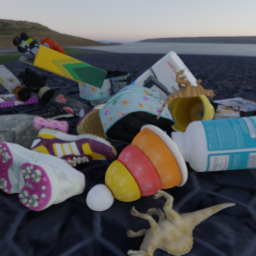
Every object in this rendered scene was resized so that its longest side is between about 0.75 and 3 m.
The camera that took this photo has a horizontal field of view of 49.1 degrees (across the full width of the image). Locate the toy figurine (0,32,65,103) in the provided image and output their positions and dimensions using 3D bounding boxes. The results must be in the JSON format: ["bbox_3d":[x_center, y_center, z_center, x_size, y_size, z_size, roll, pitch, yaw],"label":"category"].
[{"bbox_3d":[-4.168,-2.588,12.869,2.085,2.997,2.951,44,16,5],"label":"toy figurine"}]

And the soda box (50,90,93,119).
[{"bbox_3d":[-2.130,-0.807,10.663,1.549,0.548,0.491,26,-12,-2],"label":"soda box"}]

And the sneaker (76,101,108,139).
[{"bbox_3d":[-0.944,-0.272,9.871,1.309,1.089,2.906,-11,13,39],"label":"sneaker"}]

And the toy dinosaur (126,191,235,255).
[{"bbox_3d":[0.764,1.690,4.938,2.158,0.628,1.091,-20,42,-28],"label":"toy dinosaur"}]

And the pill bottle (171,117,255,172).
[{"bbox_3d":[2.296,0.423,7.055,2.325,1.288,1.288,-4,19,4],"label":"pill bottle"}]

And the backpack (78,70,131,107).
[{"bbox_3d":[-1.219,-1.865,13.231,2.241,1.718,1.970,-6,19,-28],"label":"backpack"}]

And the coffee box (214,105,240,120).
[{"bbox_3d":[3.775,-0.388,10.670,0.856,0.597,1.497,8,20,21],"label":"coffee box"}]

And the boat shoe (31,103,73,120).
[{"bbox_3d":[-3.045,-0.763,11.608,2.108,0.699,0.788,-10,21,-26],"label":"boat shoe"}]

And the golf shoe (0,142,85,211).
[{"bbox_3d":[-2.109,1.004,6.320,2.796,1.053,1.280,19,11,42],"label":"golf shoe"}]

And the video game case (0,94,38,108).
[{"bbox_3d":[-5.753,-1.438,14.167,1.833,0.328,1.661,-13,23,-33],"label":"video game case"}]

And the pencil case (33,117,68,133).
[{"bbox_3d":[-2.075,-0.061,7.534,0.922,0.382,0.399,10,39,4],"label":"pencil case"}]

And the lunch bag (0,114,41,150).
[{"bbox_3d":[-3.702,0.157,8.482,1.692,0.995,1.388,9,21,12],"label":"lunch bag"}]

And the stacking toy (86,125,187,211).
[{"bbox_3d":[0.035,1.017,5.873,2.071,1.513,1.513,-30,29,-16],"label":"stacking toy"}]

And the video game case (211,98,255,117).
[{"bbox_3d":[5.266,-0.988,12.946,1.877,0.265,2.077,-9,21,-25],"label":"video game case"}]

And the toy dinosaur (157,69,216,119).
[{"bbox_3d":[1.287,-0.840,6.364,1.635,0.494,0.868,-13,67,-18],"label":"toy dinosaur"}]

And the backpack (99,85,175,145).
[{"bbox_3d":[0.149,-0.332,7.778,1.854,1.421,1.630,6,-34,-45],"label":"backpack"}]

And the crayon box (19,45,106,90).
[{"bbox_3d":[-2.261,-2.129,9.662,2.711,0.699,1.704,18,6,-22],"label":"crayon box"}]

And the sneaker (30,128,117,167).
[{"bbox_3d":[-1.421,0.713,7.065,2.290,0.858,1.032,7,59,22],"label":"sneaker"}]

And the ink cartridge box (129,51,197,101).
[{"bbox_3d":[1.271,-1.544,10.738,2.272,1.643,0.957,-37,11,25],"label":"ink cartridge box"}]

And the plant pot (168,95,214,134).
[{"bbox_3d":[2.352,-0.537,9.994,1.520,1.520,1.430,16,9,38],"label":"plant pot"}]

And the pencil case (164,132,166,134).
[{"bbox_3d":[1.009,0.145,9.407,0.455,0.417,1.004,19,25,17],"label":"pencil case"}]
